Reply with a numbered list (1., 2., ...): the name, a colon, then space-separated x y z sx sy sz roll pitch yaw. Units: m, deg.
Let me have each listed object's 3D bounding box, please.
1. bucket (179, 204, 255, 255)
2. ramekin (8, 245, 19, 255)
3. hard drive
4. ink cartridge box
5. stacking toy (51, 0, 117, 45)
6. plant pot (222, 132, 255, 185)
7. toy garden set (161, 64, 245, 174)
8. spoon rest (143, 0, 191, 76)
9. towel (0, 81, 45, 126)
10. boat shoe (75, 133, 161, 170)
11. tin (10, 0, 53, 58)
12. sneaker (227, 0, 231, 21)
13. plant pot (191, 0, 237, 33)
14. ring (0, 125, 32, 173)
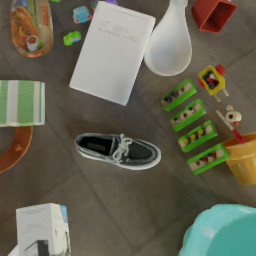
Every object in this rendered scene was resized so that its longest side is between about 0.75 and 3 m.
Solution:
1. bucket: 2.785 3.274 6.511 3.040 1.978 3.040 0 76 1
2. ramekin: -2.359 3.580 6.200 1.197 2.570 2.570 43 79 -7
3. hard drive: -0.479 -2.251 8.476 1.797 0.345 2.723 19 90 5
4. ink cartridge box: -1.482 2.240 5.099 0.651 1.128 1.555 -10 72 -3
5. stacking toy: -1.096 -3.827 9.155 2.542 0.597 1.916 -17 74 -2
6. plant pot: 3.229 0.861 7.610 1.259 1.259 1.153 -20 91 -5
7. toy garden set: 1.985 -0.282 7.435 0.490 2.048 2.456 0 62 -46
8. spoon rest: 1.342 -2.965 8.713 1.448 0.883 2.914 10 74 7
9. towel: -3.505 -0.718 8.329 1.981 0.232 1.511 -3 72 -7
10. boat shoe: -0.273 0.568 7.810 2.424 0.828 0.895 14 76 4
11. tin: -3.089 -3.341 9.065 1.264 0.472 2.257 -9 75 2
12. sneaker: 2.862 -4.163 9.259 0.891 0.566 1.562 -3 67 4
13. plant pot: 2.557 -3.656 8.685 0.972 0.971 0.856 -6 54 -37
14. ring: -4.126 0.128 8.116 2.580 0.248 2.580 1 72 -4
